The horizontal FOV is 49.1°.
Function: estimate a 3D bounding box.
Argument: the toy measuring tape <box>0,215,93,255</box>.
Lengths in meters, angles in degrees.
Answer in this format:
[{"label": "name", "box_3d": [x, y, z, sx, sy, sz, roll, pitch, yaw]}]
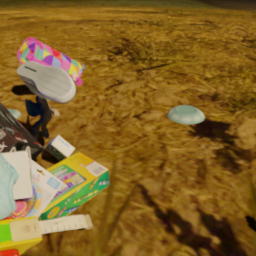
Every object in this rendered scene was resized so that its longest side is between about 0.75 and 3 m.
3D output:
[{"label": "toy measuring tape", "box_3d": [-1.885, 2.060, 5.261, 2.419, 0.890, 0.890, 4, 22, -37]}]

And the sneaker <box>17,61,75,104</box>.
[{"label": "sneaker", "box_3d": [-1.874, -1.026, 6.786, 0.782, 0.758, 2.143, -45, 49, -14]}]

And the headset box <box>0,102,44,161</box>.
[{"label": "headset box", "box_3d": [-3.399, -0.119, 6.666, 0.960, 1.849, 2.485, -43, 82, -6]}]

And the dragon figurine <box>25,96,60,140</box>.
[{"label": "dragon figurine", "box_3d": [-2.605, -0.643, 8.219, 0.995, 2.002, 0.589, -15, 0, 33]}]

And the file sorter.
[{"label": "file sorter", "box_3d": [-2.445, 0.838, 5.247, 1.234, 0.856, 0.768, -5, 10, -12]}]

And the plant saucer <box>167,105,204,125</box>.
[{"label": "plant saucer", "box_3d": [2.241, -0.585, 10.841, 1.439, 0.277, 1.439, 0, 30, 0]}]

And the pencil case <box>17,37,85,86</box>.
[{"label": "pencil case", "box_3d": [-3.082, -2.636, 11.537, 1.224, 1.224, 2.770, 26, 5, 38]}]

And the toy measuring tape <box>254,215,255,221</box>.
[{"label": "toy measuring tape", "box_3d": [3.141, 2.182, 5.795, 0.441, 0.441, 1.199, -16, 33, -26]}]

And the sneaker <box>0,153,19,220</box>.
[{"label": "sneaker", "box_3d": [-2.190, 0.676, 4.590, 0.623, 1.686, 0.691, 1, 7, 34]}]

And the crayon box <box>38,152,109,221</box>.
[{"label": "crayon box", "box_3d": [-1.573, 1.445, 6.902, 1.182, 0.580, 1.990, 24, 38, 36]}]

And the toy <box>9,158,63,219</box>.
[{"label": "toy", "box_3d": [-2.302, 1.558, 5.551, 1.070, 0.439, 1.858, 35, 77, 3]}]

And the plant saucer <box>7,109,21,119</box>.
[{"label": "plant saucer", "box_3d": [-4.670, -0.525, 10.821, 0.973, 0.187, 0.973, 0, 30, 0]}]

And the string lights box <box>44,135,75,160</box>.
[{"label": "string lights box", "box_3d": [-1.907, 0.565, 7.747, 0.325, 0.567, 1.103, -54, 14, -23]}]
